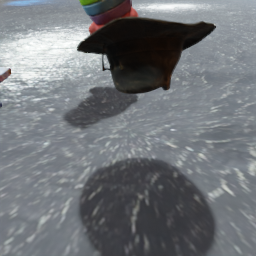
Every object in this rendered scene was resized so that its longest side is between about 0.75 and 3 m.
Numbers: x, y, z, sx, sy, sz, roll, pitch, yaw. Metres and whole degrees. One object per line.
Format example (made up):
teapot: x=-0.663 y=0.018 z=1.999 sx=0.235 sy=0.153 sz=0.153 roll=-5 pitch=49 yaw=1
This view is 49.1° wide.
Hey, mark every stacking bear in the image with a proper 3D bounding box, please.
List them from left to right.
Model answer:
stacking bear: x=-0.941 y=-4.265 z=8.148 sx=1.607 sy=2.826 sz=1.716 roll=-31 pitch=35 yaw=-4

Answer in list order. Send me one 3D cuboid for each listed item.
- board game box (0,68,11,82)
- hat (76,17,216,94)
board game box: x=-5.147 y=-1.883 z=10.169 sx=1.293 sy=0.267 sz=1.297 roll=2 pitch=30 yaw=4
hat: x=0.275 y=-1.088 z=4.853 sx=2.451 sy=0.989 sz=2.451 roll=-3 pitch=4 yaw=0
